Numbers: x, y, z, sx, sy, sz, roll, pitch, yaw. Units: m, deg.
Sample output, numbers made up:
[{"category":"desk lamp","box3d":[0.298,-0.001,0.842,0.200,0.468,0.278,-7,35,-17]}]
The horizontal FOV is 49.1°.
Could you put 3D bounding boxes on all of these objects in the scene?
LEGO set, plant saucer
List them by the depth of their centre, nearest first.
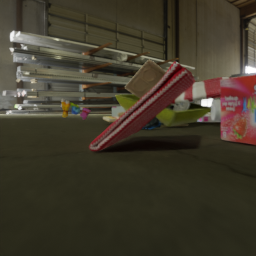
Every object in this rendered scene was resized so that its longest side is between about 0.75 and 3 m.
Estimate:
[{"category":"plant saucer","box3d":[1.272,-0.664,10.198,2.625,0.628,2.621,19,18,37]},{"category":"LEGO set","box3d":[-2.545,-0.734,12.458,1.561,0.641,0.595,24,16,22]}]

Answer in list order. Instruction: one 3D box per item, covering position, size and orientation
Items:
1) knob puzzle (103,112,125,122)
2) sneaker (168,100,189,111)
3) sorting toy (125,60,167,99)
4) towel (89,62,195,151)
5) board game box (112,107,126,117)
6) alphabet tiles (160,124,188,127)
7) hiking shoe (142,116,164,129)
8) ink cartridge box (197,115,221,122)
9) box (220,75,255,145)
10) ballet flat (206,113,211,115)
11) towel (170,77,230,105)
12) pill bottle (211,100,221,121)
[{"category":"knob puzzle","box3d":[0.272,-0.406,10.687,2.478,0.344,2.478,3,4,0]},{"category":"sneaker","box3d":[1.589,-0.639,9.085,0.972,0.398,0.363,-37,40,-12]},{"category":"sorting toy","box3d":[0.727,-1.417,8.978,1.200,1.296,0.236,32,34,-21]},{"category":"towel","box3d":[0.351,-0.339,4.440,1.609,0.250,2.225,-42,-6,15]},{"category":"board game box","box3d":[0.648,-0.765,14.827,2.519,0.810,1.858,-1,4,-27]},{"category":"alphabet tiles","box3d":[0.846,-0.124,10.248,1.721,0.078,2.059,-3,5,-36]},{"category":"hiking shoe","box3d":[0.457,-0.090,8.123,1.092,0.406,0.473,-4,-30,44]},{"category":"ink cartridge box","box3d":[3.788,-0.473,13.630,1.040,0.366,1.744,0,6,-6]},{"category":"box","box3d":[2.535,-0.280,4.066,1.140,1.092,2.287,-5,5,-22]},{"category":"ballet flat","box3d":[4.621,-0.680,16.366,0.459,0.425,1.303,-2,4,-18]},{"category":"towel","box3d":[2.414,-1.382,10.465,2.946,0.335,2.122,-7,19,15]},{"category":"pill bottle","box3d":[3.754,-0.577,9.439,1.758,0.985,0.985,1,4,4]}]
